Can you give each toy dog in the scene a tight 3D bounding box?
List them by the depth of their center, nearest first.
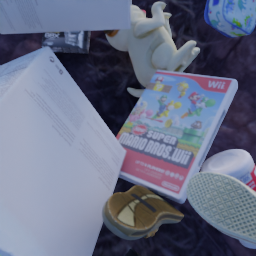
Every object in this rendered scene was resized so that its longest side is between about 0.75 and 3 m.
[{"bbox_3d":[0.475,-2.396,8.107,2.513,1.754,2.437,46,117,9],"label":"toy dog"}]

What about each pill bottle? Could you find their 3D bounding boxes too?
[{"bbox_3d":[2.256,1.430,5.612,1.020,1.020,1.817,-30,101,-7],"label":"pill bottle"}]

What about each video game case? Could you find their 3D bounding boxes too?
[{"bbox_3d":[0.869,-0.036,6.128,2.061,0.251,2.882,16,65,36],"label":"video game case"}]

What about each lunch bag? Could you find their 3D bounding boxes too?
[{"bbox_3d":[2.375,-2.957,6.323,1.253,0.643,1.559,10,91,-35],"label":"lunch bag"}]

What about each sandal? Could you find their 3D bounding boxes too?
[{"bbox_3d":[0.214,1.474,4.625,0.946,2.355,0.636,34,98,25],"label":"sandal"}]

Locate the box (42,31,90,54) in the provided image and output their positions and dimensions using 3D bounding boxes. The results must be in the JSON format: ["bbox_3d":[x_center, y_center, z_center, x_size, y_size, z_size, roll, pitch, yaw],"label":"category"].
[{"bbox_3d":[-1.909,-2.927,8.748,1.409,0.351,1.111,4,76,0],"label":"box"}]

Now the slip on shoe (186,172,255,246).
[{"bbox_3d":[1.608,1.155,3.596,1.894,0.579,0.701,22,77,34],"label":"slip on shoe"}]

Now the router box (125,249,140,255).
[{"bbox_3d":[0.035,3.030,4.752,1.130,0.375,1.437,33,73,33],"label":"router box"}]

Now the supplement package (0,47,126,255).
[{"bbox_3d":[-1.846,0.754,4.782,2.091,2.719,2.844,-11,40,30],"label":"supplement package"}]

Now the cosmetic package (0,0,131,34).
[{"bbox_3d":[-1.174,-2.527,4.981,2.439,1.034,1.312,0,63,0],"label":"cosmetic package"}]
